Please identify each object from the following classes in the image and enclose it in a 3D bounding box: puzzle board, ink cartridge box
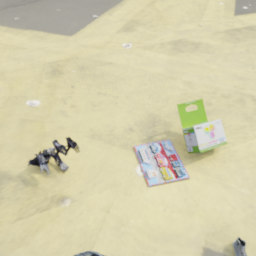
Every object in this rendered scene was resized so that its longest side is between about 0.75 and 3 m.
[{"bbox_3d":[1.076,1.112,9.429,1.391,0.161,1.846,-9,41,-11],"label":"puzzle board"},{"bbox_3d":[2.500,-0.116,9.574,1.286,1.740,0.659,-14,0,-27],"label":"ink cartridge box"}]

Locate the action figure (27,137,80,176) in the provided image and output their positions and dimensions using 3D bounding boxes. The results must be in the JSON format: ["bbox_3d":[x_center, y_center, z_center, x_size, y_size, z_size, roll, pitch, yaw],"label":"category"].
[{"bbox_3d":[-2.397,1.019,8.820,1.101,1.853,0.946,-15,76,-53],"label":"action figure"}]

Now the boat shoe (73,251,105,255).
[{"bbox_3d":[-0.246,3.256,6.185,2.349,1.066,0.831,-3,40,-4],"label":"boat shoe"}]

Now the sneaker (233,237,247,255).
[{"bbox_3d":[2.804,3.068,6.884,0.297,0.457,0.792,-3,40,-3],"label":"sneaker"}]
